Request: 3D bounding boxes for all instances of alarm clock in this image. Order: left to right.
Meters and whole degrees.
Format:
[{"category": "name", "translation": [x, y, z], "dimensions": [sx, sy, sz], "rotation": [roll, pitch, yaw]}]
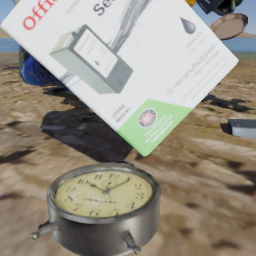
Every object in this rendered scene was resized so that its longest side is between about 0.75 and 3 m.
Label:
[{"category": "alarm clock", "translation": [-0.262, 0.996, 3.995], "dimensions": [1.475, 0.728, 2.187], "rotation": [4, 21, 12]}]

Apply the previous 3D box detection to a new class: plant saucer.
[{"category": "plant saucer", "translation": [2.049, -2.045, 5.729], "dimensions": [0.796, 0.137, 0.796], "rotation": [-19, 45, 20]}]

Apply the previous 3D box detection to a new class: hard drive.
[{"category": "hard drive", "translation": [3.425, 0.006, 7.556], "dimensions": [1.332, 0.282, 0.899], "rotation": [3, 19, 9]}]

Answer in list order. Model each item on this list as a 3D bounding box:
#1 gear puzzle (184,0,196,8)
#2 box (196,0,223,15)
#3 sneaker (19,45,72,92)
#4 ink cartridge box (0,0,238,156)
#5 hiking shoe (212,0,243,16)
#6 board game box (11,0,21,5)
[{"category": "gear puzzle", "translation": [0.865, -1.868, 5.045], "dimensions": [0.633, 0.160, 1.221], "rotation": [-15, -17, -30]}, {"category": "box", "translation": [1.978, -3.206, 6.479], "dimensions": [0.459, 0.652, 0.881], "rotation": [-40, 1, -22]}, {"category": "sneaker", "translation": [-1.068, -1.231, 5.412], "dimensions": [1.036, 0.995, 2.642], "rotation": [2, 4, 20]}, {"category": "ink cartridge box", "translation": [-0.088, -1.033, 3.535], "dimensions": [2.248, 1.636, 0.944], "rotation": [42, 7, -13]}, {"category": "hiking shoe", "translation": [2.854, -3.989, 8.562], "dimensions": [1.060, 1.409, 2.800], "rotation": [-7, -3, 37]}, {"category": "board game box", "translation": [-3.682, -4.409, 8.397], "dimensions": [0.233, 1.157, 0.885], "rotation": [-39, 76, -15]}]
